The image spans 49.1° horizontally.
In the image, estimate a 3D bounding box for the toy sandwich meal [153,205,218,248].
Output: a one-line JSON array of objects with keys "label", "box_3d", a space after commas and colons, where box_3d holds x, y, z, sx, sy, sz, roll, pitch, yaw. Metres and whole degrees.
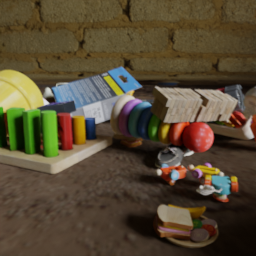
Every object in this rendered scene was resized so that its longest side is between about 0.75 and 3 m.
[{"label": "toy sandwich meal", "box_3d": [0.805, 1.320, 3.931, 0.914, 0.313, 0.914, 0, 13, 0]}]

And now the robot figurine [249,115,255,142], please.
[{"label": "robot figurine", "box_3d": [3.670, 0.139, 7.505, 0.631, 1.083, 0.779, -23, 1, -9]}]

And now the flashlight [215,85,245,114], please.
[{"label": "flashlight", "box_3d": [2.370, -0.715, 9.257, 2.686, 0.909, 0.913, -11, 7, 34]}]

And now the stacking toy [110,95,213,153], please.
[{"label": "stacking toy", "box_3d": [0.867, -0.025, 7.122, 2.630, 1.123, 1.123, 18, 21, 30]}]

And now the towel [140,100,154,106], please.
[{"label": "towel", "box_3d": [1.450, -0.864, 12.183, 1.729, 0.310, 1.795, 2, -10, 26]}]

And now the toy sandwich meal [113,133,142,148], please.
[{"label": "toy sandwich meal", "box_3d": [0.001, 0.322, 8.292, 0.947, 0.324, 0.947, -3, 10, 1]}]

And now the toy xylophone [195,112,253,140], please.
[{"label": "toy xylophone", "box_3d": [2.946, -0.211, 8.796, 2.151, 0.540, 1.575, 17, -12, 41]}]

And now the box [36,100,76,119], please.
[{"label": "box", "box_3d": [-2.073, -0.540, 8.140, 0.903, 0.356, 0.637, -5, 16, 19]}]

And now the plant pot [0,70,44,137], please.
[{"label": "plant pot", "box_3d": [-3.790, -0.500, 8.329, 1.915, 1.915, 1.802, 4, 33, 17]}]

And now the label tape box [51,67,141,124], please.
[{"label": "label tape box", "box_3d": [-1.151, -1.105, 10.273, 2.884, 0.913, 2.080, -19, 37, -12]}]

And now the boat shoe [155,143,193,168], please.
[{"label": "boat shoe", "box_3d": [1.154, 0.535, 6.886, 0.578, 0.492, 1.728, 10, 16, 32]}]

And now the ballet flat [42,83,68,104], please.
[{"label": "ballet flat", "box_3d": [-2.859, -1.346, 11.404, 2.294, 0.830, 0.778, -22, 14, -7]}]

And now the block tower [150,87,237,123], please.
[{"label": "block tower", "box_3d": [1.581, -0.541, 6.765, 2.266, 0.655, 0.612, -1, 32, -33]}]

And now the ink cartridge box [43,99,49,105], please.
[{"label": "ink cartridge box", "box_3d": [-3.179, -0.632, 9.626, 1.181, 0.688, 0.399, -23, 26, 47]}]

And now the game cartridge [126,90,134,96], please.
[{"label": "game cartridge", "box_3d": [-0.952, -2.528, 18.587, 2.519, 0.409, 2.221, 8, 19, 4]}]

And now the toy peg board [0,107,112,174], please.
[{"label": "toy peg board", "box_3d": [-2.162, -0.002, 7.486, 2.608, 1.276, 2.597, 7, 15, 25]}]

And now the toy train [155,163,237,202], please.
[{"label": "toy train", "box_3d": [1.243, 1.018, 5.108, 1.140, 0.422, 1.518, -7, 12, -21]}]

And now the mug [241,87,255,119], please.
[{"label": "mug", "box_3d": [5.175, -0.863, 9.533, 2.044, 1.994, 2.490, -12, -18, -15]}]
